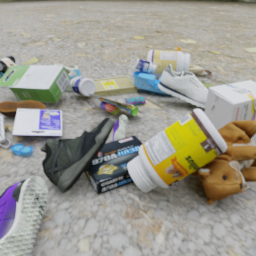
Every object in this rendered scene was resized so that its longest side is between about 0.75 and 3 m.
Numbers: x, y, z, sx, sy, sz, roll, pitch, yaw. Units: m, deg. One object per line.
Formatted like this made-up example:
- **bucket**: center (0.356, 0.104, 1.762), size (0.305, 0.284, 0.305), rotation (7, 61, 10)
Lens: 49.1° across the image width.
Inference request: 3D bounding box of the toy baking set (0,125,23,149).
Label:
- **toy baking set**: center (-4.608, 0.342, 9.978), size (1.849, 0.215, 1.419), rotation (-9, 37, -6)

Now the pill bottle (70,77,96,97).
- **pill bottle**: center (-2.069, -1.867, 12.564), size (0.780, 0.780, 1.348), rotation (-19, 22, -28)

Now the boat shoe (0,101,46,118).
- **boat shoe**: center (-4.218, -0.715, 11.253), size (1.821, 0.640, 0.641), rotation (4, 63, -7)

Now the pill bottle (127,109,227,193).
- **pill bottle**: center (1.185, 0.661, 7.205), size (2.376, 1.298, 1.298), rotation (-35, 30, 13)

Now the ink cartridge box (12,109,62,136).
- **ink cartridge box**: center (-3.269, -0.102, 10.218), size (1.667, 0.365, 1.682), rotation (2, 34, -15)

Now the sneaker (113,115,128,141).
- **sneaker**: center (-0.347, 0.137, 10.111), size (0.405, 0.579, 1.165), rotation (28, 56, -19)

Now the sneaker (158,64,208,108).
- **sneaker**: center (2.720, -1.706, 11.951), size (2.792, 1.124, 1.067), rotation (21, 21, -6)

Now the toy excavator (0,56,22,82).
- **toy excavator**: center (-6.693, -2.813, 14.439), size (2.072, 2.131, 1.065), rotation (42, 32, -13)

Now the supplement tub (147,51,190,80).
- **supplement tub**: center (2.055, -3.208, 14.513), size (2.097, 1.525, 1.525), rotation (4, 32, 7)

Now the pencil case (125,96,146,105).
- **pencil case**: center (0.313, -1.155, 12.254), size (0.885, 0.377, 0.409), rotation (-10, 37, -17)

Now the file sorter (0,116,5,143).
- **file sorter**: center (-5.054, -0.191, 9.723), size (1.134, 1.017, 1.634), rotation (-17, 38, -16)

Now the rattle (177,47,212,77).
- **rattle**: center (3.684, -3.611, 15.379), size (2.022, 1.445, 1.317), rotation (14, 9, 36)

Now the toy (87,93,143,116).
- **toy**: center (-0.581, -0.827, 11.326), size (2.162, 0.510, 1.245), rotation (15, -6, 31)

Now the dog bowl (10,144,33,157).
- **dog bowl**: center (-3.505, 0.759, 9.277), size (0.784, 0.194, 0.437), rotation (11, 33, 17)

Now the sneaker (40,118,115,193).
- **sneaker**: center (-1.476, 0.436, 7.809), size (1.392, 0.929, 2.429), rotation (39, 81, 5)

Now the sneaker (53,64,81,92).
- **sneaker**: center (-3.696, -2.531, 13.758), size (2.909, 1.175, 1.113), rotation (2, 33, 6)

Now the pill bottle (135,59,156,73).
- **pill bottle**: center (0.852, -2.977, 13.615), size (0.976, 0.542, 0.542), rotation (16, 32, -1)

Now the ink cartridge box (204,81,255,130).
- **ink cartridge box**: center (4.117, -0.714, 10.429), size (2.036, 1.499, 1.473), rotation (-13, 33, -19)

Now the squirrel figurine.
- **squirrel figurine**: center (2.456, 1.028, 7.862), size (2.419, 1.712, 2.258), rotation (7, 40, 39)

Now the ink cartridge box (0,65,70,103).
- **ink cartridge box**: center (-4.194, -1.986, 12.411), size (2.888, 0.857, 1.500), rotation (5, 53, 21)

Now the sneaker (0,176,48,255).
- **sneaker**: center (-2.743, 2.310, 6.128), size (1.290, 0.902, 2.594), rotation (-13, 40, 24)

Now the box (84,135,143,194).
- **box**: center (-0.308, 1.041, 8.529), size (2.060, 0.474, 1.637), rotation (-15, 34, -23)

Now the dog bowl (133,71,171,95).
- **dog bowl**: center (1.330, -2.132, 13.341), size (2.333, 0.578, 1.300), rotation (14, 26, 4)

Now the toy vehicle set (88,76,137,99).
- **toy vehicle set**: center (-0.928, -2.028, 13.740), size (2.394, 0.317, 1.488), rotation (-9, 32, -14)
